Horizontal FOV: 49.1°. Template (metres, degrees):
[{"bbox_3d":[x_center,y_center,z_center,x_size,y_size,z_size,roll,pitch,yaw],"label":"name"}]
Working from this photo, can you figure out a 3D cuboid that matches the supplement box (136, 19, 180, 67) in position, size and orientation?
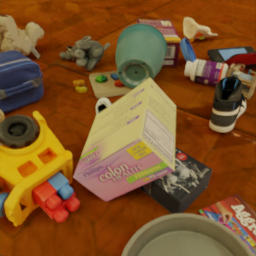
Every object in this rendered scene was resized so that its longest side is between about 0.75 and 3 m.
[{"bbox_3d":[1.279,-3.904,12.763,1.659,1.308,2.535,-2,40,-2],"label":"supplement box"}]

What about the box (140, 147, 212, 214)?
[{"bbox_3d":[1.199,1.310,7.096,1.237,0.707,1.358,33,51,31],"label":"box"}]

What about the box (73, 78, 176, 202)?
[{"bbox_3d":[0.019,0.272,7.110,2.137,1.175,2.430,-32,27,31],"label":"box"}]

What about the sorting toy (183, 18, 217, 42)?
[{"bbox_3d":[3.791,-5.002,14.530,1.478,0.877,1.642,-3,39,-15],"label":"sorting toy"}]

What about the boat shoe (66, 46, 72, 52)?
[{"bbox_3d":[-2.565,-3.660,13.283,0.923,0.278,0.329,22,45,23],"label":"boat shoe"}]

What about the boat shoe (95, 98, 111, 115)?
[{"bbox_3d":[-0.817,-0.652,9.549,0.577,0.524,1.568,-3,40,-4],"label":"boat shoe"}]

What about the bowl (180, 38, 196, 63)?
[{"bbox_3d":[2.608,-3.218,12.098,0.258,1.312,1.312,-22,32,27],"label":"bowl"}]

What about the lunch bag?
[{"bbox_3d":[-4.129,-1.561,9.757,2.421,1.645,1.602,-29,49,-32],"label":"lunch bag"}]

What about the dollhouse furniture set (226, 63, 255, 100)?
[{"bbox_3d":[4.479,-2.008,10.749,1.030,1.024,1.461,24,46,25],"label":"dollhouse furniture set"}]

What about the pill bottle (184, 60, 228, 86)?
[{"bbox_3d":[3.068,-2.201,11.097,1.566,0.880,0.880,14,42,16],"label":"pill bottle"}]

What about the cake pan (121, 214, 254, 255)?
[{"bbox_3d":[1.129,2.915,5.222,2.686,0.493,2.686,-4,42,3],"label":"cake pan"}]

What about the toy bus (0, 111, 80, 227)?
[{"bbox_3d":[-2.490,1.312,6.541,2.661,1.806,2.555,-35,67,-31],"label":"toy bus"}]

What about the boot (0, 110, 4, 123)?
[{"bbox_3d":[-4.950,0.407,7.948,2.696,0.981,2.096,-12,42,-12],"label":"boot"}]

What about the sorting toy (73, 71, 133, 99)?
[{"bbox_3d":[-1.025,-1.739,11.008,2.173,0.291,1.619,-10,41,-12],"label":"sorting toy"}]

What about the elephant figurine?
[{"bbox_3d":[-1.965,-3.381,12.310,1.534,1.399,1.977,14,16,-29],"label":"elephant figurine"}]

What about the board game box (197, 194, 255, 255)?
[{"bbox_3d":[2.660,2.534,6.042,1.180,0.223,2.292,-16,43,-19],"label":"board game box"}]

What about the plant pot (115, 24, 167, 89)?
[{"bbox_3d":[0.395,-2.586,10.768,2.056,2.056,1.932,6,47,7],"label":"plant pot"}]

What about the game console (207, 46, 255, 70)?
[{"bbox_3d":[4.859,-3.230,11.852,2.291,1.360,1.975,-7,52,-11],"label":"game console"}]

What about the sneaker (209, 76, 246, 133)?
[{"bbox_3d":[3.434,-1.131,9.227,0.991,1.518,2.714,14,37,22],"label":"sneaker"}]

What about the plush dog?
[{"bbox_3d":[-5.415,-3.933,12.814,2.173,2.029,2.529,12,11,34],"label":"plush dog"}]
